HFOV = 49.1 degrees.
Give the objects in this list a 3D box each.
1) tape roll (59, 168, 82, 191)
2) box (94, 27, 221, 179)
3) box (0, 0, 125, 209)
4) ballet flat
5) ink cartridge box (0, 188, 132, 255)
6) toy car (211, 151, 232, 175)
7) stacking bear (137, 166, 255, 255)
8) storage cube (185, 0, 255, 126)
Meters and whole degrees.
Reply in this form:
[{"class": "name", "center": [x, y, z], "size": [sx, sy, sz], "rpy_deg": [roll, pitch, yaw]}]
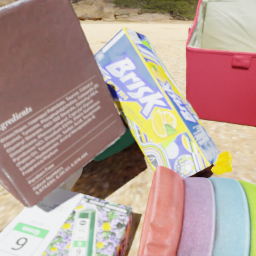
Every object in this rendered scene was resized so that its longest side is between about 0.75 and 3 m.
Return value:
[{"class": "tape roll", "center": [-1.324, 0.803, 5.070], "size": [0.828, 0.828, 0.569], "rpy_deg": [8, 37, 18]}, {"class": "box", "center": [0.498, -0.417, 5.390], "size": [1.017, 2.902, 0.933], "rpy_deg": [-36, -12, 28]}, {"class": "box", "center": [-1.498, -0.444, 3.936], "size": [1.764, 2.148, 1.782], "rpy_deg": [-38, 31, -29]}, {"class": "ballet flat", "center": [0.126, -0.072, 6.805], "size": [2.955, 1.079, 1.079], "rpy_deg": [-17, 29, -30]}, {"class": "ink cartridge box", "center": [-0.980, 1.756, 3.150], "size": [1.419, 0.656, 2.605], "rpy_deg": [11, 25, 14]}, {"class": "toy car", "center": [1.164, 0.889, 4.084], "size": [0.688, 1.403, 0.467], "rpy_deg": [40, 39, -5]}, {"class": "stacking bear", "center": [1.537, 1.424, 3.198], "size": [2.749, 1.669, 1.563], "rpy_deg": [11, 28, 5]}, {"class": "storage cube", "center": [3.140, -1.866, 7.746], "size": [2.990, 2.688, 2.556], "rpy_deg": [10, 57, 18]}]
